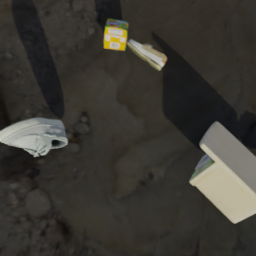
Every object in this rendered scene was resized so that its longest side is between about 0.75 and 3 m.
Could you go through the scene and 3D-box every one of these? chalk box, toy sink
[{"bbox_3d":[-0.425,-3.389,10.028,0.782,0.778,1.257,6,37,-4],"label":"chalk box"},{"bbox_3d":[2.830,1.280,8.290,2.384,1.335,1.554,44,40,5],"label":"toy sink"}]

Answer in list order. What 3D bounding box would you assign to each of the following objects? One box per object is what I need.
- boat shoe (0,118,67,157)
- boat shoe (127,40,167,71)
[{"bbox_3d":[-2.499,0.306,7.956,0.908,2.602,0.927,-29,83,17],"label":"boat shoe"},{"bbox_3d":[0.560,-2.265,8.357,1.311,0.490,0.448,39,95,8],"label":"boat shoe"}]
